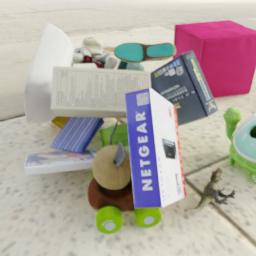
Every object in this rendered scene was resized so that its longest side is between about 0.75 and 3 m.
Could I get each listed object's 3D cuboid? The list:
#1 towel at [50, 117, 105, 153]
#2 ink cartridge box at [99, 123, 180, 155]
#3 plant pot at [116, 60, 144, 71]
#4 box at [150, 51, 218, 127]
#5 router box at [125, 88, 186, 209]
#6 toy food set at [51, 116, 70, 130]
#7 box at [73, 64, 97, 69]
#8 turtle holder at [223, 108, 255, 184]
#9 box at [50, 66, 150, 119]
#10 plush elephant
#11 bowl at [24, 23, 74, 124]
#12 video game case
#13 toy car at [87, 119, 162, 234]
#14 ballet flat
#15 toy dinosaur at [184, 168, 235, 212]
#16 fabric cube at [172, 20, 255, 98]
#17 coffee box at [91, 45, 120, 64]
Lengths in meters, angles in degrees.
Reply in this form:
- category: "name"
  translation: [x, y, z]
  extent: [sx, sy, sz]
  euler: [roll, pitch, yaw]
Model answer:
- category: "towel"
  translation: [-1.667, 0.199, 9.099]
  extent: [1.865, 0.222, 1.350]
  euler: [3, 54, 46]
- category: "ink cartridge box"
  translation: [0.134, 0.325, 9.322]
  extent: [2.099, 1.076, 2.840]
  euler: [-11, 1, -16]
- category: "plant pot"
  translation: [0.133, -2.793, 13.849]
  extent: [1.041, 1.554, 1.554]
  euler: [18, 26, -22]
- category: "box"
  translation: [1.484, -1.079, 9.432]
  extent: [0.667, 2.062, 2.615]
  euler: [-27, 4, -34]
- category: "router box"
  translation: [0.719, 0.532, 6.626]
  extent: [0.597, 2.443, 2.193]
  euler: [-9, -10, 23]
- category: "toy food set"
  translation: [-1.906, -0.225, 10.462]
  extent: [1.348, 0.749, 2.292]
  euler: [-45, 47, -17]
- category: "box"
  translation: [-1.416, -1.510, 10.389]
  extent: [0.891, 1.089, 2.293]
  euler: [-7, 35, -17]
- category: "turtle holder"
  translation: [4.062, 0.333, 8.499]
  extent: [1.862, 1.740, 2.450]
  euler: [0, 33, 1]
- category: "box"
  translation: [-0.782, -0.964, 8.096]
  extent: [2.721, 1.292, 1.058]
  euler: [3, -8, -9]
- category: "plush elephant"
  translation: [-1.912, -2.960, 13.099]
  extent: [2.162, 2.300, 2.793]
  euler: [38, 13, -10]
- category: "bowl"
  translation: [-2.735, -1.710, 9.935]
  extent: [1.102, 2.952, 2.947]
  euler: [15, 63, -13]
- category: "video game case"
  translation: [-1.804, 0.910, 8.062]
  extent: [2.154, 0.247, 1.962]
  euler: [-5, 6, -17]
- category: "toy car"
  translation: [-0.137, 1.017, 6.869]
  extent: [1.832, 2.323, 1.908]
  euler: [-6, 33, -9]
- category: "ballet flat"
  translation: [0.639, -2.871, 10.901]
  extent: [2.381, 0.839, 0.777]
  euler: [3, -1, 7]
- category: "toy dinosaur"
  translation: [2.308, 1.776, 7.464]
  extent: [0.837, 0.451, 1.899]
  euler: [6, 30, 40]
- category: "fabric cube"
  translation: [3.927, -3.243, 13.152]
  extent: [2.886, 2.840, 2.895]
  euler: [-9, 34, -12]
- category: "coffee box"
  translation: [-1.436, -4.008, 16.138]
  extent: [1.242, 0.877, 2.198]
  euler: [19, 37, 27]
